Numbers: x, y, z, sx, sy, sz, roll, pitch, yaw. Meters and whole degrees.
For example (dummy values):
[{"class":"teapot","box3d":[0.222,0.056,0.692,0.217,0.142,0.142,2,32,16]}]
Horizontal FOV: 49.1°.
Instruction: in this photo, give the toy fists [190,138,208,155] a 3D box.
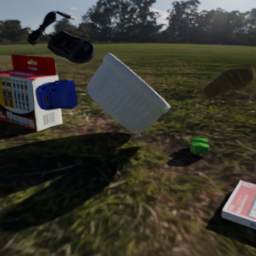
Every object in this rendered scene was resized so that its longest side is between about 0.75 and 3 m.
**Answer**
[{"class":"toy fists","box3d":[2.073,0.540,8.272,0.504,0.340,0.990,11,19,10]}]

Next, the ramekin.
[{"class":"ramekin","box3d":[-0.078,-1.031,9.319,2.733,1.435,2.733,41,7,-6]}]

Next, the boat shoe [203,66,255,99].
[{"class":"boat shoe","box3d":[3.487,-1.672,9.596,0.735,0.778,2.163,-34,8,-27]}]

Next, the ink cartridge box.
[{"class":"ink cartridge box","box3d":[-4.022,-1.452,10.708,2.868,2.518,1.203,12,22,34]}]

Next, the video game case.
[{"class":"video game case","box3d":[2.956,1.619,5.312,1.959,0.171,1.401,13,22,32]}]

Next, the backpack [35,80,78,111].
[{"class":"backpack","box3d":[-2.368,-1.041,8.966,1.196,0.972,1.003,-1,13,12]}]

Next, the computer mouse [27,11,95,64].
[{"class":"computer mouse","box3d":[-2.191,-3.291,10.327,2.582,1.813,0.594,22,-20,10]}]
